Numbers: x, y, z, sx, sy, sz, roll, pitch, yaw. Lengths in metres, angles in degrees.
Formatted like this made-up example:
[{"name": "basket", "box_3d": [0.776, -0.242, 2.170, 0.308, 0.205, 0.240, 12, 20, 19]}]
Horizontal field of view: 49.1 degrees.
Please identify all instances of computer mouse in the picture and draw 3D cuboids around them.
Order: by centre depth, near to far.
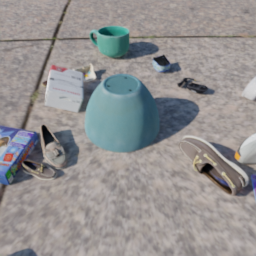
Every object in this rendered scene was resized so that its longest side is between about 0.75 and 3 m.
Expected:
[{"name": "computer mouse", "box_3d": [2.830, -1.790, 12.008, 1.292, 0.297, 0.907, 17, 41, 25]}]

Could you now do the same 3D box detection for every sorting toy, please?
[{"name": "sorting toy", "box_3d": [-1.875, -2.367, 12.514, 0.917, 0.490, 0.826, -25, 56, -26]}]

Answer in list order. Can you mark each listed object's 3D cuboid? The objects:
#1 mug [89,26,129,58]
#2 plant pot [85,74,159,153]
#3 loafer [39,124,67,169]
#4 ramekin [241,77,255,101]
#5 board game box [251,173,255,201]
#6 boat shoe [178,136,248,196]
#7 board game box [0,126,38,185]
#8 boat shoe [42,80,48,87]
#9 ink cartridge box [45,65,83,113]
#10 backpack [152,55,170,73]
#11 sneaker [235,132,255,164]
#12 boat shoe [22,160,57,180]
[{"name": "mug", "box_3d": [-0.825, -4.290, 13.982, 1.575, 1.185, 1.917, -23, 43, -27]}, {"name": "plant pot", "box_3d": [-0.205, -0.761, 9.721, 2.737, 1.844, 2.737, 0, 43, 0]}, {"name": "loafer", "box_3d": [-2.543, 0.579, 9.192, 0.656, 0.574, 1.825, -22, 47, -22]}, {"name": "ramekin", "box_3d": [5.102, -1.574, 11.235, 1.067, 1.067, 0.497, -34, 66, -31]}, {"name": "board game box", "box_3d": [4.306, 1.789, 8.087, 1.242, 0.306, 1.572, 6, 43, 7]}, {"name": "boat shoe", "box_3d": [2.410, 1.099, 8.468, 0.703, 0.848, 2.362, -30, 56, -33]}, {"name": "board game box", "box_3d": [-4.718, 0.687, 9.126, 2.893, 0.499, 1.958, 10, 44, 10]}, {"name": "boat shoe", "box_3d": [-3.251, -2.127, 12.248, 1.119, 0.403, 0.404, -21, 47, -21]}, {"name": "ink cartridge box", "box_3d": [-2.511, -1.558, 11.075, 1.352, 0.763, 1.842, 13, 39, -19]}, {"name": "backpack", "box_3d": [1.559, -2.912, 12.963, 0.715, 0.574, 0.782, -20, 51, -18]}, {"name": "sneaker", "box_3d": [4.820, 0.782, 8.659, 2.915, 1.103, 1.341, -10, 48, -9]}, {"name": "boat shoe", "box_3d": [-2.746, 1.279, 8.606, 1.156, 0.344, 0.415, 15, 45, 15]}]
